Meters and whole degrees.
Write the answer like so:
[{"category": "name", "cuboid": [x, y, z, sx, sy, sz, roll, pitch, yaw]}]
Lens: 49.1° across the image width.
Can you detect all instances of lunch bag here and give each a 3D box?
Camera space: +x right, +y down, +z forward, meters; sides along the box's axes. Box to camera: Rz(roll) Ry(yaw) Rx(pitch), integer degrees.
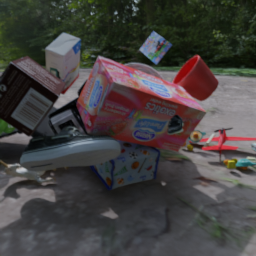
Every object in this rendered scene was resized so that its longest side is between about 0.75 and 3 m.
[{"category": "lunch bag", "cuboid": [-0.254, 0.822, 8.059, 1.562, 1.138, 1.838, -7, 29, -32]}]

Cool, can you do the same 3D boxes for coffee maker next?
[{"category": "coffee maker", "cuboid": [-1.077, -0.388, 9.653, 2.748, 1.851, 2.640, -32, -16, 0]}]

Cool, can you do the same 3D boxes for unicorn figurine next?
[{"category": "unicorn figurine", "cuboid": [-2.584, 1.145, 8.017, 1.328, 0.714, 1.934, 2, 0, 14]}]

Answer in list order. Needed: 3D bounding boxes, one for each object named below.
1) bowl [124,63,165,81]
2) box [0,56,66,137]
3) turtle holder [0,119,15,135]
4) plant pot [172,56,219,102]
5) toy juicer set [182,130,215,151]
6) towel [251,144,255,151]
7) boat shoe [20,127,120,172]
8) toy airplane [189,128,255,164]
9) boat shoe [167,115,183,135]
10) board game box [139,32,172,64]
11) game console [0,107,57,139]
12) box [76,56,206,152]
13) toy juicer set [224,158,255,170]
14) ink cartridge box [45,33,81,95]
[{"category": "bowl", "cuboid": [0.472, -1.083, 11.000, 2.836, 2.836, 1.275, 7, 14, 23]}, {"category": "box", "cuboid": [-2.533, -0.849, 7.081, 1.299, 1.313, 1.582, 35, 12, -17]}, {"category": "turtle holder", "cuboid": [-5.158, -0.126, 8.732, 2.739, 1.945, 2.081, -36, 44, -2]}, {"category": "plant pot", "cuboid": [2.190, -1.488, 8.905, 1.069, 1.208, 1.208, 37, 12, -12]}, {"category": "toy juicer set", "cuboid": [2.417, 0.437, 10.083, 1.260, 0.343, 0.802, 7, 62, 27]}, {"category": "towel", "cuboid": [4.939, 0.765, 9.939, 0.782, 0.220, 0.914, 1, 16, -6]}, {"category": "boat shoe", "cuboid": [-1.492, 0.406, 6.897, 2.729, 0.968, 0.984, -8, -27, 18]}, {"category": "toy airplane", "cuboid": [3.265, 0.486, 9.901, 2.492, 0.458, 2.492, -10, 20, 4]}, {"category": "boat shoe", "cuboid": [1.045, -0.095, 6.225, 0.355, 0.315, 0.950, -11, 11, 25]}, {"category": "board game box", "cuboid": [1.042, -3.135, 10.936, 0.224, 0.925, 1.223, 27, 19, -41]}, {"category": "game console", "cuboid": [-3.777, 0.095, 10.709, 2.618, 1.732, 2.976, 35, 17, -21]}, {"category": "box", "cuboid": [0.351, -0.521, 7.492, 2.984, 1.531, 1.412, 14, 30, -33]}, {"category": "toy juicer set", "cuboid": [3.545, 1.118, 8.690, 1.157, 0.315, 0.736, -5, -1, -5]}, {"category": "ink cartridge box", "cuboid": [-2.328, -2.117, 10.101, 0.716, 2.128, 1.236, 22, 49, 7]}]
